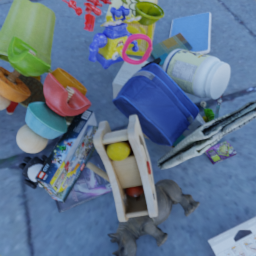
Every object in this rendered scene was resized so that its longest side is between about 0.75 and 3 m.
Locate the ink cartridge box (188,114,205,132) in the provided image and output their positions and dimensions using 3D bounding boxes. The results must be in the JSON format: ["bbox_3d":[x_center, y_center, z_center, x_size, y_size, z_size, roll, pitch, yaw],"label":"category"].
[{"bbox_3d":[1.975,-0.247,8.514,0.401,0.957,0.694,-37,55,19],"label":"ink cartridge box"}]

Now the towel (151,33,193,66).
[{"bbox_3d":[1.641,-3.106,11.047,1.479,0.160,1.084,-26,57,1],"label":"towel"}]

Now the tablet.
[{"bbox_3d":[2.512,-3.814,11.494,1.670,0.175,2.567,-3,53,22],"label":"tablet"}]

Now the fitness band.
[{"bbox_3d":[0.190,-1.761,6.314,0.615,0.856,0.160,13,59,-14],"label":"fitness band"}]

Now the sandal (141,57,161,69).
[{"bbox_3d":[0.607,-1.775,8.084,0.465,1.238,0.296,-34,89,-20],"label":"sandal"}]

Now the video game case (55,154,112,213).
[{"bbox_3d":[-1.309,1.511,7.985,1.728,0.164,1.235,-20,57,-15],"label":"video game case"}]

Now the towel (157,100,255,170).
[{"bbox_3d":[2.305,0.127,7.035,2.819,2.928,0.506,-25,77,-18],"label":"towel"}]

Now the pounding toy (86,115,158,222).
[{"bbox_3d":[-0.276,1.148,6.230,1.634,2.848,1.629,-12,41,8],"label":"pounding toy"}]

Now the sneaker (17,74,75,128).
[{"bbox_3d":[-2.514,-0.596,8.790,2.811,1.262,0.943,28,66,16],"label":"sneaker"}]

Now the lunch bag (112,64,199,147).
[{"bbox_3d":[0.807,-0.563,7.257,2.072,1.408,1.371,44,78,-14],"label":"lunch bag"}]

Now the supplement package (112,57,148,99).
[{"bbox_3d":[0.207,-1.528,9.615,1.031,1.023,1.358,17,56,12],"label":"supplement package"}]

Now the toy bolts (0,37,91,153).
[{"bbox_3d":[-2.277,-0.590,7.409,1.916,2.639,2.763,-50,53,7],"label":"toy bolts"}]

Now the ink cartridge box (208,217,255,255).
[{"bbox_3d":[2.994,3.112,6.676,1.760,0.393,1.550,-19,57,-14],"label":"ink cartridge box"}]

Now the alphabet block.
[{"bbox_3d":[0.150,-3.497,9.290,1.506,1.514,1.542,8,58,7],"label":"alphabet block"}]

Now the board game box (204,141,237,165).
[{"bbox_3d":[2.812,0.749,8.550,0.855,0.138,0.513,-20,61,-14],"label":"board game box"}]

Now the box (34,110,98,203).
[{"bbox_3d":[-1.479,0.742,7.411,0.410,1.486,2.175,20,62,14],"label":"box"}]

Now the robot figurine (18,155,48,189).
[{"bbox_3d":[-2.463,1.189,7.650,1.017,0.764,0.635,35,35,-3],"label":"robot figurine"}]

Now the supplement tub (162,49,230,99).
[{"bbox_3d":[1.812,-1.444,7.550,1.529,1.108,1.108,28,57,38],"label":"supplement tub"}]

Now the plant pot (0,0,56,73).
[{"bbox_3d":[-3.097,-2.855,8.656,1.967,1.967,1.809,15,91,11],"label":"plant pot"}]

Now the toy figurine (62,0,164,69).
[{"bbox_3d":[-0.425,-2.497,7.621,1.536,1.745,2.912,35,42,21],"label":"toy figurine"}]

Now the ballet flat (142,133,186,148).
[{"bbox_3d":[1.094,0.269,8.432,1.611,0.526,0.568,25,67,-17],"label":"ballet flat"}]

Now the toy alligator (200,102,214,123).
[{"bbox_3d":[2.684,-0.387,9.167,0.467,0.427,1.575,-6,55,-4],"label":"toy alligator"}]

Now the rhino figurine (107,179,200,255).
[{"bbox_3d":[0.484,2.362,6.968,2.741,0.820,1.199,-39,65,-19],"label":"rhino figurine"}]

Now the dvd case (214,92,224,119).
[{"bbox_3d":[2.771,-0.843,8.448,0.132,0.877,1.201,11,58,16],"label":"dvd case"}]

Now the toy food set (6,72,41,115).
[{"bbox_3d":[-3.957,-1.118,9.371,2.200,0.990,1.050,-23,71,-43],"label":"toy food set"}]
